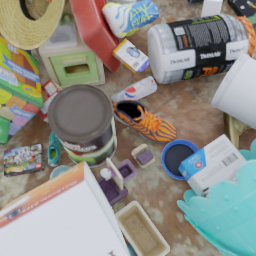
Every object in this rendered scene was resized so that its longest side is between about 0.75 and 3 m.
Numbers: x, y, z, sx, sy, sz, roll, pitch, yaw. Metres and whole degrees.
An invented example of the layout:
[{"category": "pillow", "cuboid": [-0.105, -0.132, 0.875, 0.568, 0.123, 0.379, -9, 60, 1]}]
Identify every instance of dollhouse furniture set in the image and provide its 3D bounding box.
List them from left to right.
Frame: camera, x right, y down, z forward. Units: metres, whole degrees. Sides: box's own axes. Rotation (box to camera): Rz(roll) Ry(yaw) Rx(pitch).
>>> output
[{"category": "dollhouse furniture set", "cuboid": [0.365, 1.652, 6.473, 1.961, 1.757, 2.475, -33, 70, -14]}]

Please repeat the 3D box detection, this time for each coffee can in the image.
[{"category": "coffee can", "cuboid": [-1.042, 0.037, 7.059, 1.455, 1.988, 1.455, 0, 66, 1]}]

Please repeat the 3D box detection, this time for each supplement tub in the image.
[{"category": "supplement tub", "cuboid": [2.096, -2.361, 8.291, 2.793, 1.711, 1.711, -12, 66, -5]}]

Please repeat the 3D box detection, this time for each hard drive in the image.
[{"category": "hard drive", "cuboid": [4.321, -4.181, 9.894, 1.012, 0.274, 1.448, -20, 67, -9]}]

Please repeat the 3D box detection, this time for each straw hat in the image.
[{"category": "straw hat", "cuboid": [-1.965, -3.064, 6.429, 2.500, 2.500, 1.058, 40, 28, 16]}]

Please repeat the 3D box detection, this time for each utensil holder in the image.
[{"category": "utensil holder", "cuboid": [3.320, -0.777, 7.137, 1.821, 1.547, 1.547, 35, 70, 18]}]

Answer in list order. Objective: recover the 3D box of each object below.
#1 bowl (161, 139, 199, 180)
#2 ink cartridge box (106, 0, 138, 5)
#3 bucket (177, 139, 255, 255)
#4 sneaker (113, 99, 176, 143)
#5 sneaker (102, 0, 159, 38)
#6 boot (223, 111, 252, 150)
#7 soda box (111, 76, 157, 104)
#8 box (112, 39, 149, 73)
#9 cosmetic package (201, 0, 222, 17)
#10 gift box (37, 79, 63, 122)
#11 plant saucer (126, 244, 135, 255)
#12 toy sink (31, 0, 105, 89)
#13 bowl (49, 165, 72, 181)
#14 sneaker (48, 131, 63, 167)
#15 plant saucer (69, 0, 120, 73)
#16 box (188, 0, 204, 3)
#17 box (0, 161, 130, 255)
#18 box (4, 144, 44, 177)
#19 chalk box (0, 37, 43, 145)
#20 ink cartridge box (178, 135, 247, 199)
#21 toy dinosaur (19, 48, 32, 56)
[{"category": "bowl", "cuboid": [1.441, 0.865, 7.607, 1.106, 0.217, 1.106, 1, 73, -4]}, {"category": "ink cartridge box", "cuboid": [-0.296, -4.988, 9.946, 1.436, 0.827, 1.967, 14, 67, 6]}, {"category": "bucket", "cuboid": [2.736, 1.543, 5.984, 2.917, 2.917, 1.898, -35, 78, -14]}, {"category": "sneaker", "cuboid": [0.453, -0.148, 7.344, 1.901, 1.065, 0.738, 23, 85, -2]}, {"category": "sneaker", "cuboid": [0.138, -3.328, 8.107, 1.334, 2.540, 0.962, -25, 103, 17]}, {"category": "boot", "cuboid": [3.357, -0.037, 7.883, 1.209, 0.566, 1.556, 4, 61, 5]}, {"category": "soda box", "cuboid": [0.169, -1.003, 7.923, 1.250, 0.427, 0.396, -22, 106, 26]}, {"category": "box", "cuboid": [0.102, -1.936, 7.704, 0.950, 0.197, 0.566, 41, 71, -1]}, {"category": "cosmetic package", "cuboid": [2.716, -3.779, 9.186, 0.489, 0.796, 0.793, 15, 32, 19]}, {"category": "gift box", "cuboid": [-1.958, -0.660, 7.899, 1.083, 1.011, 0.999, -38, 69, 2]}, {"category": "plant saucer", "cuboid": [-1.036, 3.654, 6.421, 2.751, 0.261, 0.962, -19, 68, -9]}, {"category": "toy sink", "cuboid": [-1.585, -2.292, 7.834, 1.569, 2.407, 1.348, -9, 61, -4]}, {"category": "bowl", "cuboid": [-1.666, 1.323, 7.270, 0.894, 0.467, 0.894, -2, 57, 2]}, {"category": "sneaker", "cuboid": [-2.011, 0.528, 7.707, 0.409, 0.421, 1.057, -4, 63, -4]}, {"category": "plant saucer", "cuboid": [-0.935, -3.278, 7.661, 0.543, 2.960, 2.954, -18, 83, 9]}, {"category": "box", "cuboid": [2.946, -5.550, 9.887, 2.223, 1.160, 1.645, -14, 56, -7]}, {"category": "box", "cuboid": [-1.419, 1.934, 5.529, 2.152, 2.826, 1.503, -29, 94, -9]}, {"category": "box", "cuboid": [-2.832, 0.885, 7.624, 1.037, 0.195, 0.708, -11, 67, 1]}, {"category": "chalk box", "cuboid": [-3.327, -0.852, 6.918, 1.693, 1.705, 2.731, -40, 48, 18]}, {"category": "ink cartridge box", "cuboid": [2.320, 1.319, 6.816, 1.339, 0.773, 1.835, -31, 71, -10]}, {"category": "toy dinosaur", "cuboid": [-3.945, -2.222, 8.962, 1.755, 1.934, 1.015, -17, 107, 14]}]
